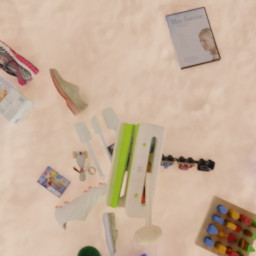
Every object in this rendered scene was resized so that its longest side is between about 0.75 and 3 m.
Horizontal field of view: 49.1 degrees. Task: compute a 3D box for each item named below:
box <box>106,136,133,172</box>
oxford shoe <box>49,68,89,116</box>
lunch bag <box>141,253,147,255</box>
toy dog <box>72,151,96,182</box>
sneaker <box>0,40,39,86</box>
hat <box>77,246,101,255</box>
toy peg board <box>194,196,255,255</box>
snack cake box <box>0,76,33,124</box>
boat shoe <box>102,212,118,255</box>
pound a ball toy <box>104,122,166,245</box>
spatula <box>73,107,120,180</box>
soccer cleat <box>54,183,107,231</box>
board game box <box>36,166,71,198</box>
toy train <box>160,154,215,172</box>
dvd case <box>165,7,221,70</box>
[{"bbox_3d":[0.060,0.745,8.785,1.197,0.261,0.959,-29,85,-9],"label":"box"},{"bbox_3d":[-1.921,-1.232,9.001,0.635,0.609,1.722,-33,92,-13],"label":"oxford shoe"},{"bbox_3d":[-0.015,4.866,7.779,2.497,1.175,1.880,-20,70,-16],"label":"lunch bag"},{"bbox_3d":[-1.417,1.099,8.608,0.652,0.476,0.989,-27,78,-18],"label":"toy dog"},{"bbox_3d":[-3.904,-2.202,8.972,2.064,0.832,0.771,37,86,4],"label":"sneaker"},{"bbox_3d":[-1.266,4.183,8.443,0.760,0.808,0.918,15,38,-11],"label":"hat"},{"bbox_3d":[3.070,3.102,8.258,1.599,0.785,1.605,25,83,3],"label":"toy peg board"},{"bbox_3d":[-3.969,-0.964,8.947,1.568,0.527,0.902,39,86,5],"label":"snack cake box"},{"bbox_3d":[-0.487,3.177,8.418,0.394,0.458,1.271,-9,85,-12],"label":"boat shoe"},{"bbox_3d":[0.484,1.387,7.675,1.254,1.925,2.952,12,84,-35],"label":"pound a ball toy"},{"bbox_3d":[-0.720,0.497,8.938,1.421,0.164,2.043,-24,83,-5],"label":"spatula"},{"bbox_3d":[-1.274,2.327,8.414,1.990,0.690,0.772,-30,73,3],"label":"soccer cleat"},{"bbox_3d":[-2.325,1.697,8.768,0.895,0.154,0.606,35,84,4],"label":"board game box"},{"bbox_3d":[1.766,1.124,8.784,1.902,0.324,0.436,6,94,0],"label":"toy train"},{"bbox_3d":[2.173,-3.028,9.412,1.394,0.171,1.954,-14,82,-2],"label":"dvd case"}]
